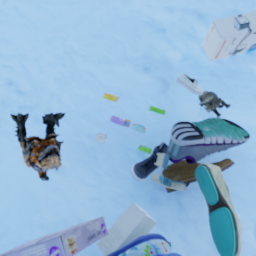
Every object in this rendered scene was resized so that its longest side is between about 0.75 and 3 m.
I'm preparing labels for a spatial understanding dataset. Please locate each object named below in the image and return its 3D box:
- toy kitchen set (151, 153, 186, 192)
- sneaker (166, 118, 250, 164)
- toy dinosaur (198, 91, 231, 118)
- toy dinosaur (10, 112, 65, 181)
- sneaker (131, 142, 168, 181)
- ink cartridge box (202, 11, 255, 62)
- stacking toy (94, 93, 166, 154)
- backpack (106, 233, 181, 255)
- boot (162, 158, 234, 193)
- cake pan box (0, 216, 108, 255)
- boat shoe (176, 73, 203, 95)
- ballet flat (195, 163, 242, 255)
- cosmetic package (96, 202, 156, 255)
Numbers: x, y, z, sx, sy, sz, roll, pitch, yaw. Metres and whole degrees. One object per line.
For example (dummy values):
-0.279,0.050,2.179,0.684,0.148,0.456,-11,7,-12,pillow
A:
1.088,1.124,7.110,0.543,0.921,0.738,6,73,39,toy kitchen set
2.096,0.413,7.628,2.605,1.140,0.969,0,38,-28,sneaker
2.212,-0.739,7.540,0.602,1.564,0.800,-43,103,14,toy dinosaur
-2.196,0.458,6.667,2.333,1.192,1.583,-6,89,38,toy dinosaur
0.690,0.874,7.584,0.523,1.375,0.994,50,120,11,sneaker
3.515,-3.003,9.169,1.772,1.298,0.761,-17,72,-6,ink cartridge box
0.010,-0.101,8.207,1.857,0.436,1.400,17,104,1,stacking toy
0.286,3.660,5.885,2.733,2.987,2.195,-29,58,-6,backpack
1.931,1.144,7.887,2.031,0.748,0.766,-20,69,7,boot
-1.537,2.424,5.791,1.743,1.893,0.495,-21,78,15,cake pan box
1.514,-1.024,6.586,0.828,0.276,0.304,18,42,-30,boat shoe
2.223,1.845,6.495,0.709,0.767,2.274,8,57,-31,ballet flat
-0.022,2.722,7.234,1.430,0.807,0.580,-48,49,-9,cosmetic package
